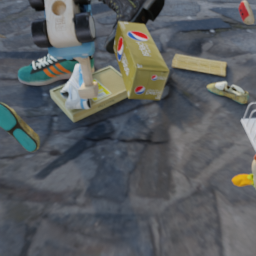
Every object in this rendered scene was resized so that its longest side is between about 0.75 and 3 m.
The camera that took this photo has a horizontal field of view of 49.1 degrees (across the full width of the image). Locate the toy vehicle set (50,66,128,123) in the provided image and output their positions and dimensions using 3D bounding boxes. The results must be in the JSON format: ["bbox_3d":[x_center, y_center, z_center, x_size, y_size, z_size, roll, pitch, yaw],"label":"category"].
[{"bbox_3d":[-1.211,-1.269,9.849,2.567,0.340,1.595,-28,52,-25],"label":"toy vehicle set"}]

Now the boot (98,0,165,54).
[{"bbox_3d":[-0.339,-3.794,8.935,2.599,0.900,2.262,-46,66,-4],"label":"boot"}]

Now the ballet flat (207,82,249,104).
[{"bbox_3d":[3.501,-1.336,9.818,1.497,0.529,0.529,30,53,26],"label":"ballet flat"}]

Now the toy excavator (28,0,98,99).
[{"bbox_3d":[-1.152,-1.893,6.386,1.174,2.351,2.286,-6,90,7],"label":"toy excavator"}]

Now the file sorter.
[{"bbox_3d":[4.115,-0.055,8.342,0.901,0.808,1.298,-3,46,-2],"label":"file sorter"}]

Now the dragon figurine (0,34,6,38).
[{"bbox_3d":[-4.206,-2.151,6.102,2.782,0.819,1.383,-17,65,2],"label":"dragon figurine"}]

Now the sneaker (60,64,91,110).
[{"bbox_3d":[-1.794,-1.397,9.271,0.931,0.805,2.148,-12,45,0],"label":"sneaker"}]

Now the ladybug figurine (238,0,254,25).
[{"bbox_3d":[3.498,-3.413,8.324,0.282,0.532,0.784,-20,75,20],"label":"ladybug figurine"}]

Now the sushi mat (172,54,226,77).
[{"bbox_3d":[2.847,-2.528,11.237,2.139,0.129,1.023,13,47,13],"label":"sushi mat"}]

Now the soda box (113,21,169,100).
[{"bbox_3d":[0.199,-1.482,5.947,0.666,0.704,2.080,1,43,-16],"label":"soda box"}]

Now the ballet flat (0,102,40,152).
[{"bbox_3d":[-1.574,-0.030,3.955,0.308,0.870,0.308,-36,15,12],"label":"ballet flat"}]

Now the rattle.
[{"bbox_3d":[2.045,0.618,4.734,0.687,1.055,0.754,-53,37,-7],"label":"rattle"}]

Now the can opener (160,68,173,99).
[{"bbox_3d":[1.354,-1.596,10.239,0.517,0.412,1.546,40,50,-7],"label":"can opener"}]

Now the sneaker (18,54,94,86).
[{"bbox_3d":[-2.702,-2.408,10.407,2.851,1.139,1.018,-13,47,-12],"label":"sneaker"}]
